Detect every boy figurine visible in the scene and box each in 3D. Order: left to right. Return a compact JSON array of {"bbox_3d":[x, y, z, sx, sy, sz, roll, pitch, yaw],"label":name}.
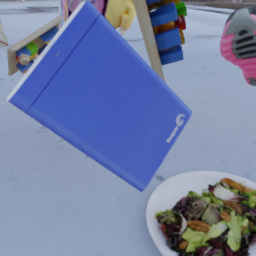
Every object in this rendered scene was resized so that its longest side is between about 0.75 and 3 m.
[{"bbox_3d":[-0.377,-4.079,9.553,1.684,2.708,0.872,56,23,11],"label":"boy figurine"}]

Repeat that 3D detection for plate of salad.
[{"bbox_3d":[1.608,1.446,4.757,2.596,0.624,2.596,0,30,0],"label":"plate of salad"}]

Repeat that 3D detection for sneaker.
[{"bbox_3d":[2.917,-2.003,6.358,1.112,1.342,2.814,6,-12,37],"label":"sneaker"}]

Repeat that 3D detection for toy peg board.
[{"bbox_3d":[0.777,-2.716,6.157,1.172,2.397,2.387,-14,54,10],"label":"toy peg board"}]

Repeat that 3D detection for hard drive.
[{"bbox_3d":[-0.177,-0.275,3.649,1.435,2.175,0.276,-56,31,-10],"label":"hard drive"}]

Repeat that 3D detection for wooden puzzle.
[{"bbox_3d":[-1.925,-1.628,5.877,1.291,0.323,1.394,-45,10,-24],"label":"wooden puzzle"}]

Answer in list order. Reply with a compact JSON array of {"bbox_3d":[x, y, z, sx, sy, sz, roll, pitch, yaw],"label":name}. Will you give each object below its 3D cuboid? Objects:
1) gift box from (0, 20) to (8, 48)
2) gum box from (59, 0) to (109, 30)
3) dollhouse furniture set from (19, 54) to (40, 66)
[{"bbox_3d":[-3.882,-2.375,6.499,1.600,1.494,1.477,-15,2,10],"label":"gift box"},{"bbox_3d":[-1.207,-2.829,7.006,0.892,2.697,1.530,-5,67,-17],"label":"gum box"},{"bbox_3d":[-1.390,-0.895,4.619,1.029,0.878,0.502,5,52,-38],"label":"dollhouse furniture set"}]
